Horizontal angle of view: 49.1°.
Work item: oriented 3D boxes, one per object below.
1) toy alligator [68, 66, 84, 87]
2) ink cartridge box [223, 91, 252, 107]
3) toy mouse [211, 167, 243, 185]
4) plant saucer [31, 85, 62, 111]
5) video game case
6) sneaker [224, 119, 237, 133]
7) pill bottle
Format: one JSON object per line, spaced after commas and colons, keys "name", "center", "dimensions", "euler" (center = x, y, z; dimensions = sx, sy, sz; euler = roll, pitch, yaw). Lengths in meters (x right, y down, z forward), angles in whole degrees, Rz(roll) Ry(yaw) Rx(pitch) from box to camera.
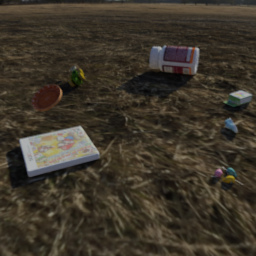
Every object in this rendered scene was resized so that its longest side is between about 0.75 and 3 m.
{"name": "toy alligator", "center": [-2.987, -2.994, 16.418], "dimensions": [0.862, 0.625, 2.601], "euler": [-33, 30, 7]}
{"name": "ink cartridge box", "center": [5.437, -1.452, 13.878], "dimensions": [1.295, 0.384, 0.672], "euler": [-16, 33, -27]}
{"name": "toy mouse", "center": [3.085, 1.423, 8.868], "dimensions": [0.931, 0.180, 0.827], "euler": [4, 29, 8]}
{"name": "plant saucer", "center": [-2.592, -0.947, 8.960], "dimensions": [1.032, 0.167, 1.032], "euler": [-10, 53, 13]}
{"name": "video game case", "center": [-2.512, 0.739, 10.013], "dimensions": [2.380, 0.272, 2.166], "euler": [-13, 32, -22]}
{"name": "sneaker", "center": [4.200, -0.036, 11.485], "dimensions": [0.351, 0.317, 0.856], "euler": [-26, 31, 13]}
{"name": "pill bottle", "center": [2.924, -4.335, 17.808], "dimensions": [2.880, 1.644, 1.644], "euler": [10, 30, 16]}
